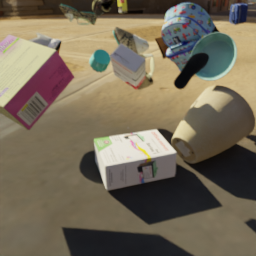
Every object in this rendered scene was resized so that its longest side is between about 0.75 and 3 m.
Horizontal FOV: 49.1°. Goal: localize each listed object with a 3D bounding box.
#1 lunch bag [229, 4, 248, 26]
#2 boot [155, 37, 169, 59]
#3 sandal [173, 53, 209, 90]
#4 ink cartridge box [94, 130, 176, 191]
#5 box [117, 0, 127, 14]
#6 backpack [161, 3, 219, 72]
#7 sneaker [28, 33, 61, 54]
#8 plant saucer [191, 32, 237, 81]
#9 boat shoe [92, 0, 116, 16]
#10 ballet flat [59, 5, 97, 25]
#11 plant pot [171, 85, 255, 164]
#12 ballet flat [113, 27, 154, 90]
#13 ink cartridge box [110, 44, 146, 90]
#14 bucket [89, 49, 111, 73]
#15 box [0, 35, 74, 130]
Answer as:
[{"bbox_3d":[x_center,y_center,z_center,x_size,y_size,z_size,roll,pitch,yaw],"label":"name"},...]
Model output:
[{"bbox_3d":[4.134,-4.273,10.607,0.516,0.781,0.530,-8,27,-7],"label":"lunch bag"},{"bbox_3d":[1.923,-4.008,11.880,1.791,1.686,0.613,-23,14,-10],"label":"boot"},{"bbox_3d":[1.612,-1.486,7.272,0.430,1.145,0.274,44,6,12],"label":"sandal"},{"bbox_3d":[0.173,0.870,8.214,2.073,0.870,1.501,-9,29,-16],"label":"ink cartridge box"},{"bbox_3d":[-0.262,-5.343,11.717,0.252,1.007,0.379,-15,24,-24],"label":"box"},{"bbox_3d":[2.186,-3.246,10.171,2.047,2.242,1.508,4,58,55],"label":"backpack"},{"bbox_3d":[-3.563,-2.597,10.458,1.195,0.983,2.597,25,49,-3],"label":"sneaker"},{"bbox_3d":[2.702,-2.206,8.806,1.515,1.515,0.272,25,12,39],"label":"plant saucer"},{"bbox_3d":[-0.784,-4.048,9.198,0.527,0.485,1.475,-6,-7,-29],"label":"boat shoe"},{"bbox_3d":[-2.169,-4.785,12.055,1.645,0.619,0.558,9,0,-18],"label":"ballet flat"},{"bbox_3d":[2.461,0.081,8.880,2.173,2.035,2.035,-37,42,-22],"label":"plant pot"},{"bbox_3d":[0.353,-2.443,9.717,1.028,2.731,0.926,-15,51,9],"label":"ballet flat"},{"bbox_3d":[0.014,-1.683,7.844,0.861,1.193,0.500,36,81,11],"label":"ink cartridge box"},{"bbox_3d":[-1.165,-2.804,11.666,0.865,0.563,0.865,9,65,-21],"label":"bucket"},{"bbox_3d":[-2.838,-1.239,7.245,2.093,1.012,1.841,25,69,31],"label":"box"}]
